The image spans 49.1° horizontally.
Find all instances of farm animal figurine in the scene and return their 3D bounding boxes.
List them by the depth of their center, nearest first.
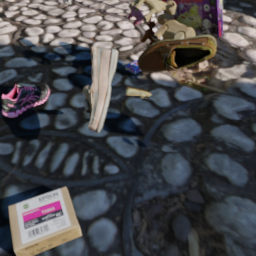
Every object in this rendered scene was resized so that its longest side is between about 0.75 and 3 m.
[{"bbox_3d":[1.506,-4.044,11.031,2.931,2.964,1.545,42,89,14],"label":"farm animal figurine"}]

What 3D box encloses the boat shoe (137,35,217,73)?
[{"bbox_3d":[1.567,-2.567,9.922,2.989,1.075,1.016,-12,28,28],"label":"boat shoe"}]

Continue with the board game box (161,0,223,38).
[{"bbox_3d":[2.504,-4.567,11.173,0.435,1.615,2.692,-36,42,-27],"label":"board game box"}]

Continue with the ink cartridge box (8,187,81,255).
[{"bbox_3d":[-2.257,2.520,7.563,1.663,0.625,1.370,-18,47,-17],"label":"ink cartridge box"}]

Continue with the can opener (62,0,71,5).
[{"bbox_3d":[-1.854,-4.469,9.416,0.826,0.274,0.217,-45,26,4],"label":"can opener"}]

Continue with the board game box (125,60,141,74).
[{"bbox_3d":[0.426,-3.052,13.922,0.958,0.215,0.644,-34,52,-31],"label":"board game box"}]

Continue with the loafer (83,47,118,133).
[{"bbox_3d":[-0.969,-1.210,8.406,0.877,1.002,2.788,15,67,-12],"label":"loafer"}]

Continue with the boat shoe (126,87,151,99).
[{"bbox_3d":[0.312,-1.046,8.510,0.789,0.247,0.289,11,17,-11],"label":"boat shoe"}]

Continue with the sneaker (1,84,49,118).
[{"bbox_3d":[-4.202,-1.369,11.474,0.897,1.083,2.270,25,46,27],"label":"sneaker"}]
